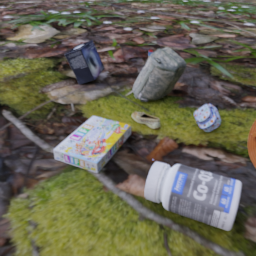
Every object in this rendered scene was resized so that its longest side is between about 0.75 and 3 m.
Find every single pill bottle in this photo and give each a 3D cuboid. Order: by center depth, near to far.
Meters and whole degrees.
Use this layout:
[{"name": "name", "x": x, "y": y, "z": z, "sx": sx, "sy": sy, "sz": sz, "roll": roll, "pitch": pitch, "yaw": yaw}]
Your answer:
[{"name": "pill bottle", "x": 1.572, "y": 1.605, "z": 6.956, "sx": 2.135, "sy": 1.214, "sz": 1.214, "roll": 14, "pitch": 35, "yaw": 20}]

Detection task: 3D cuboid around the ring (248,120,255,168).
[{"name": "ring", "x": 4.586, "y": 0.439, "z": 7.832, "sx": 0.239, "sy": 2.493, "sz": 2.493, "roll": 11, "pitch": 17, "yaw": -46}]

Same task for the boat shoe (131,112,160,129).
[{"name": "boat shoe", "x": 0.699, "y": -0.391, "z": 10.890, "sx": 1.370, "sy": 0.430, "sz": 0.502, "roll": 25, "pitch": 40, "yaw": 35}]

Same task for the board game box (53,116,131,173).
[{"name": "board game box", "x": -1.131, "y": 0.460, "z": 9.543, "sx": 1.618, "sy": 0.412, "sz": 2.406, "roll": 13, "pitch": 35, "yaw": 21}]

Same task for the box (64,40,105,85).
[{"name": "box", "x": -2.143, "y": -3.354, "z": 14.261, "sx": 1.032, "sy": 1.661, "sz": 1.675, "roll": -11, "pitch": 28, "yaw": 22}]

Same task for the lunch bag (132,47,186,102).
[{"name": "lunch bag", "x": 1.224, "y": -2.245, "z": 12.183, "sx": 1.777, "sy": 2.119, "sz": 1.476, "roll": -25, "pitch": 66, "yaw": -43}]

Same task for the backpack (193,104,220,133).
[{"name": "backpack", "x": 2.932, "y": -0.347, "z": 10.330, "sx": 0.749, "sy": 0.972, "sz": 0.926, "roll": 20, "pitch": 40, "yaw": -38}]

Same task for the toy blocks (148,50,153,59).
[{"name": "toy blocks", "x": 1.777, "y": -3.758, "z": 15.511, "sx": 1.761, "sy": 1.204, "sz": 0.880, "roll": -1, "pitch": 30, "yaw": -2}]
